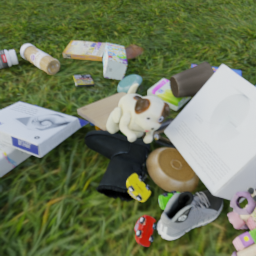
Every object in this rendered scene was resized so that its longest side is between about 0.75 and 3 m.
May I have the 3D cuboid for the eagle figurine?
[{"bbox_3d":[1.157,0.256,10.162,1.363,1.034,1.029,-3,49,7],"label":"eagle figurine"}]

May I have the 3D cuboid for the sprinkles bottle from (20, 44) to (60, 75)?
[{"bbox_3d":[-4.646,-3.620,14.703,2.526,0.862,0.862,33,51,31],"label":"sprinkles bottle"}]

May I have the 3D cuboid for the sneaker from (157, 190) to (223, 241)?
[{"bbox_3d":[1.871,2.140,7.790,2.345,1.354,0.880,-25,47,-25],"label":"sneaker"}]

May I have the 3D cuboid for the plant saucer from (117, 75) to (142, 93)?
[{"bbox_3d":[0.020,-2.071,12.881,1.262,0.227,1.262,-21,37,16],"label":"plant saucer"}]

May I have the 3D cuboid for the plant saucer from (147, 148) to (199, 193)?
[{"bbox_3d":[1.531,1.284,9.173,1.848,0.327,1.848,12,45,-12],"label":"plant saucer"}]

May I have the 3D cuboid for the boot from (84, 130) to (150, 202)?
[{"bbox_3d":[-0.518,1.208,9.139,2.509,0.929,2.056,10,53,11],"label":"boot"}]

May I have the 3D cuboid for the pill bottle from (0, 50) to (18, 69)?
[{"bbox_3d":[-6.652,-3.555,14.613,1.567,0.892,0.892,-17,44,-17],"label":"pill bottle"}]

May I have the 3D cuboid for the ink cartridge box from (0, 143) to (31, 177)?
[{"bbox_3d":[-4.490,0.906,9.606,1.324,0.797,1.822,24,46,25],"label":"ink cartridge box"}]

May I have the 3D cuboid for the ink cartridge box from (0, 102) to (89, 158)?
[{"bbox_3d":[-3.279,-0.217,10.011,2.824,0.575,2.830,15,30,21],"label":"ink cartridge box"}]

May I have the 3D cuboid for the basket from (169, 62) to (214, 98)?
[{"bbox_3d":[2.671,-1.883,11.761,1.642,1.116,1.480,-16,86,-11],"label":"basket"}]

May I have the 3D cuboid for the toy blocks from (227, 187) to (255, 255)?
[{"bbox_3d":[3.053,2.823,6.825,1.752,2.082,1.945,-39,49,20],"label":"toy blocks"}]

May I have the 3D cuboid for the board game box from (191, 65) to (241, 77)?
[{"bbox_3d":[4.122,-2.298,13.425,2.396,0.536,1.611,11,42,13],"label":"board game box"}]

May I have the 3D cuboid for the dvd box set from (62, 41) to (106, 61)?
[{"bbox_3d":[-2.388,-4.425,16.024,2.282,0.335,1.669,6,42,6],"label":"dvd box set"}]

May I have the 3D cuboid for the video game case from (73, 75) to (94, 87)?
[{"bbox_3d":[-2.155,-2.291,13.589,0.889,0.113,0.804,-6,47,-21],"label":"video game case"}]

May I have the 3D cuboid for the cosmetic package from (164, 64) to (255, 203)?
[{"bbox_3d":[3.169,0.188,8.620,1.777,2.891,2.882,25,23,-41],"label":"cosmetic package"}]

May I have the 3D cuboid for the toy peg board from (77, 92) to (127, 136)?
[{"bbox_3d":[-0.445,-0.330,11.043,2.254,1.103,2.245,-25,31,-28],"label":"toy peg board"}]

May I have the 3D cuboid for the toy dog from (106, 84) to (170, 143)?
[{"bbox_3d":[0.458,-0.430,8.715,1.377,1.914,1.974,21,-6,-24],"label":"toy dog"}]

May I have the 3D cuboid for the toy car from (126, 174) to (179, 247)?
[{"bbox_3d":[0.783,2.233,8.115,1.833,0.434,1.948,-3,77,-34],"label":"toy car"}]

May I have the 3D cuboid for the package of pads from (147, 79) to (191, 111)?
[{"bbox_3d":[1.871,-1.515,12.561,1.621,0.553,1.253,29,51,28],"label":"package of pads"}]

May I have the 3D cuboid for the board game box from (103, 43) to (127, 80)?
[{"bbox_3d":[-0.690,-3.378,14.204,0.976,0.993,1.894,8,40,-14],"label":"board game box"}]
